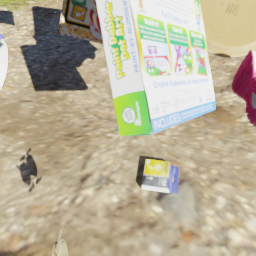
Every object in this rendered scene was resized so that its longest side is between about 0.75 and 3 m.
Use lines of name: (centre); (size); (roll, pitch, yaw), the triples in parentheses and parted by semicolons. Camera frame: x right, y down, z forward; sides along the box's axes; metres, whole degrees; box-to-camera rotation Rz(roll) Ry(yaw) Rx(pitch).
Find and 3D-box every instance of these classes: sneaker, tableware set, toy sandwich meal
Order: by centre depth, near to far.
tableware set: (-0.829, 1.620, 3.132); (0.165, 0.544, 0.823); (-9, 26, 2)
sneaker: (2.771, -0.761, 5.569); (0.940, 0.867, 2.131); (11, 46, -8)
toy sandwich meal: (2.635, -2.850, 7.237); (2.542, 0.870, 2.542); (-1, 81, 3)

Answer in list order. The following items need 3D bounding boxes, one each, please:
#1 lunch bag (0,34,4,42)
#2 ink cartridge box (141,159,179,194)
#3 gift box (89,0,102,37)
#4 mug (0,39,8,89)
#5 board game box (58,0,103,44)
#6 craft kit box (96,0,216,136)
lunch bag: (-2.596, -1.351, 3.941); (0.564, 1.199, 0.903); (13, 67, 50)
ink cartridge box: (0.738, 1.076, 6.301); (0.788, 0.185, 0.779); (5, 42, 8)
gift box: (0.072, -2.338, 5.258); (1.631, 1.612, 1.747); (-32, 83, 6)
mug: (-3.463, -1.292, 5.088); (1.995, 1.598, 1.638); (30, 9, 37)
board game box: (-0.446, -3.371, 6.667); (2.015, 2.661, 0.616); (11, 25, -13)
craft kit box: (0.393, -0.921, 2.998); (0.427, 1.738, 1.760); (-3, 7, 34)
